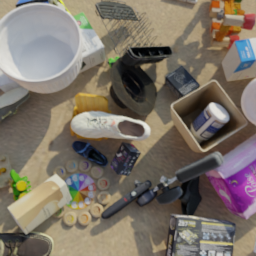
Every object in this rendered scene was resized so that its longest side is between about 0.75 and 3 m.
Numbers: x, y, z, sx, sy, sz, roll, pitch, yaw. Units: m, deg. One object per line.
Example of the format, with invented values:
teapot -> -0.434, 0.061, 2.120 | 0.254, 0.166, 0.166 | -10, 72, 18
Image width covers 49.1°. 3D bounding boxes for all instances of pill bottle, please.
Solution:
pill bottle -> 2.475, -0.088, 8.870 | 0.746, 1.345, 0.746 | 18, 44, -19
pill bottle -> 4.544, -1.047, 8.502 | 1.552, 1.552, 2.667 | 48, 39, 12

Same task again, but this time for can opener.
can opener -> -0.019, 2.248, 8.682 | 1.883, 0.597, 0.740 | -29, 62, -7
can opener -> 1.739, 1.470, 8.228 | 2.357, 0.620, 0.783 | -37, 82, 27

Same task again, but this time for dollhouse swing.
dollhouse swing -> -1.240, -0.336, 9.124 | 1.256, 1.104, 1.141 | 7, 66, 2

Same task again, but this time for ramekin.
ramekin -> -2.614, -2.291, 8.550 | 2.579, 1.354, 2.579 | 1, 75, -2

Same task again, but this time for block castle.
block castle -> 3.772, -4.328, 9.916 | 1.287, 1.833, 2.743 | 4, 75, 0

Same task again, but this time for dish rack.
dish rack -> 0.138, -3.376, 9.621 | 2.093, 0.744, 2.729 | -16, 76, -44

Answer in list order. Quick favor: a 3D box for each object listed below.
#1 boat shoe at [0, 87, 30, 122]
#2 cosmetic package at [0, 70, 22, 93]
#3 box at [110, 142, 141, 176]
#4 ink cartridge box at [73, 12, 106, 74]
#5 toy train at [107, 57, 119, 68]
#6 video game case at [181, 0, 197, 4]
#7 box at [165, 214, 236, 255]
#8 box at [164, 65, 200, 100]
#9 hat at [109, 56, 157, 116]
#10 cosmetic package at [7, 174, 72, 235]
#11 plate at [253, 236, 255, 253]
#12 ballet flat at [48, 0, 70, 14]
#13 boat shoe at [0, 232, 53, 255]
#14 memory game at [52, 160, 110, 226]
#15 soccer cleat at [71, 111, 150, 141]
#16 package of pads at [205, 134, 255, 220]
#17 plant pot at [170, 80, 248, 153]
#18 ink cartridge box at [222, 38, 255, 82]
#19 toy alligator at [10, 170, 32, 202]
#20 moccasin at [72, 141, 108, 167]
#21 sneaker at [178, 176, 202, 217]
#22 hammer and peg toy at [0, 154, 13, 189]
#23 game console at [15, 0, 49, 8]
boat shoe -> -4.182, -0.683, 9.526 | 1.987, 0.594, 0.710 | -35, 47, -10
cosmetic package -> -3.999, -1.715, 9.737 | 0.887, 0.742, 0.738 | -18, 75, -5
box -> -0.088, 0.987, 8.824 | 0.554, 0.481, 0.906 | 44, 113, 46
ink cartridge box -> -2.190, -2.758, 9.909 | 2.284, 0.960, 1.667 | -27, 76, -8
toy train -> 0.014, -2.465, 10.059 | 1.546, 0.323, 0.436 | -15, 35, -8
video game case -> 2.246, -5.694, 11.168 | 1.302, 0.167, 1.433 | 16, 74, 5
box -> 2.070, 3.409, 8.013 | 1.985, 0.487, 1.600 | 11, 84, -17
box -> 1.866, -1.528, 9.769 | 0.740, 0.534, 0.997 | -35, 75, -8
hat -> -0.011, -1.242, 9.407 | 2.246, 0.906, 2.246 | 26, 50, -35
cosmetic package -> -2.545, 2.217, 8.215 | 1.633, 0.859, 0.580 | -36, 48, -29
plate -> 4.228, 3.420, 8.130 | 1.012, 1.014, 0.164 | 7, 40, 25
ballet flat -> -2.690, -4.688, 10.696 | 0.505, 0.506, 1.510 | -39, 78, -6
boat shoe -> -3.515, 3.488, 7.939 | 2.713, 0.879, 0.993 | 3, 76, -15
memory game -> -1.608, 2.047, 8.986 | 2.150, 0.137, 2.150 | 0, 74, 0
soccer cleat -> -0.570, -0.064, 8.621 | 2.516, 0.976, 0.872 | 6, 86, 4
package of pads -> 3.977, 1.212, 8.541 | 2.880, 1.090, 1.735 | -33, 91, -9
plant pot -> 2.355, -0.175, 8.897 | 1.682, 1.491, 1.684 | -30, 76, -10
ink cartridge box -> 4.669, -2.416, 9.574 | 2.440, 1.417, 0.820 | -9, 73, -2
toy alligator -> -3.222, 2.209, 8.747 | 0.533, 0.582, 1.963 | -15, 95, -42
moccasin -> -1.236, 0.773, 9.179 | 1.344, 0.458, 0.541 | 25, 76, 7
sneaker -> 2.016, 2.013, 8.786 | 0.810, 0.467, 1.554 | 46, 62, -24
hammer and peg toy -> -4.459, 1.512, 8.940 | 1.456, 0.513, 1.071 | -19, 75, -5
game console -> -3.538, -4.544, 10.723 | 1.265, 0.748, 1.079 | -10, 41, 6
